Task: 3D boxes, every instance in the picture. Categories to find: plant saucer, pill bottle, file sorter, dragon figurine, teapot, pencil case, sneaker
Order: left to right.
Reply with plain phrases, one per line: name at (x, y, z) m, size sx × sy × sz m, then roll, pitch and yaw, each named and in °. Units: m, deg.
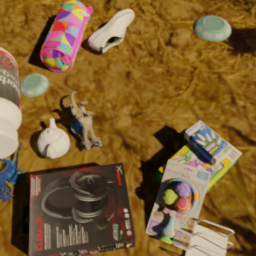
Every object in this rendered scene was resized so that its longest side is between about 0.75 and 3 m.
pill bottle at (-3.904, -0.720, 7.773) m, size 1.735 × 1.735 × 2.995 m, roll -13°, pitch 59°, yaw -8°
dragon figurine at (-3.020, 1.182, 7.330) m, size 0.776 × 0.459 × 1.561 m, roll 27°, pitch 65°, yaw 14°
plant saucer at (-3.101, -1.450, 9.150) m, size 0.973 × 0.187 × 0.973 m, roll 0°, pitch 58°, yaw -1°
teapot at (-2.062, 0.334, 7.651) m, size 0.943 × 0.689 × 0.931 m, roll 29°, pitch 52°, yaw 23°
pencil case at (-2.112, -3.257, 9.709) m, size 1.224 × 1.224 × 2.770 m, roll 9°, pitch 61°, yaw 5°
dragon figurine at (-1.360, -0.196, 8.047) m, size 0.589 × 0.995 × 2.002 m, roll -17°, pitch 44°, yaw -26°
sneaker at (-0.439, -3.425, 10.118) m, size 0.758 × 0.782 × 2.143 m, roll 41°, pitch 76°, yaw 15°
file sorter at (1.766, 2.772, 6.166) m, size 0.856 × 0.768 × 1.234 m, roll 18°, pitch 59°, yaw 10°
plant saucer at (3.208, -3.863, 10.608) m, size 1.439 × 0.277 × 1.439 m, roll 0°, pitch 59°, yaw 0°

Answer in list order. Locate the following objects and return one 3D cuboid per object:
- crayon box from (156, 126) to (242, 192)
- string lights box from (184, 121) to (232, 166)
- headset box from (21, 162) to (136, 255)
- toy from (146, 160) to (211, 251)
crayon box at (1.859, 0.995, 7.378) m, size 1.990 × 0.580 × 1.182 m, roll -38°, pitch 65°, yaw -21°
string lights box at (2.035, 0.383, 7.203) m, size 0.567 × 0.325 × 1.103 m, roll -35°, pitch 61°, yaw -17°
headset box at (-1.192, 1.971, 6.544) m, size 2.485 × 0.960 × 1.849 m, roll -7°, pitch 59°, yaw -5°
toy at (1.121, 1.762, 6.499) m, size 1.070 × 0.439 × 1.858 m, roll 16°, pitch 87°, yaw 24°
